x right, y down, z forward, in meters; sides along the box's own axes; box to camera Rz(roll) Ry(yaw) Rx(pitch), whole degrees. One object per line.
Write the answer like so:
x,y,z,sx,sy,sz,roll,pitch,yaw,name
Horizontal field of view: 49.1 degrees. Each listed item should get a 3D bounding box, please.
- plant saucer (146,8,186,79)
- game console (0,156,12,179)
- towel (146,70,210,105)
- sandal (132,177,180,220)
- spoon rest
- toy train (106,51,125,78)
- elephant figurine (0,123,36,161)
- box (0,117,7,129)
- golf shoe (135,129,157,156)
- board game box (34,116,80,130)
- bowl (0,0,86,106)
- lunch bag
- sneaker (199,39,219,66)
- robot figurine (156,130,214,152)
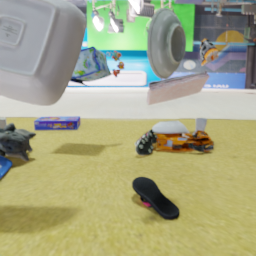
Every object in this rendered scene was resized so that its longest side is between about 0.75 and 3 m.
0.876,-1.698,5.699,0.352,1.404,1.404,9,15,34,plant saucer
-4.391,1.302,7.658,1.658,1.150,1.943,30,7,-12,game console
2.078,-1.712,12.318,2.567,0.414,2.452,-12,-11,1,towel
0.540,1.576,6.175,0.565,0.339,1.504,-12,30,-27,sandal
2.187,0.102,11.549,2.902,0.880,1.442,-7,4,-38,spoon rest
-0.435,-2.498,10.853,0.285,1.026,0.771,-8,14,46,toy train
-3.609,0.529,9.041,1.405,1.281,1.811,-28,20,-36,elephant figurine
-6.733,-0.129,13.487,1.607,0.625,0.763,-4,12,-19,box
0.562,0.650,10.210,0.711,0.623,1.613,-31,6,30,golf shoe
-3.594,-0.254,14.466,2.118,0.474,1.424,-1,12,-3,board game box
-2.102,-1.690,5.394,2.238,2.235,0.835,17,-4,1,bowl
-1.725,-2.151,10.394,1.814,1.156,1.542,-14,-1,11,lunch bag
3.122,-2.954,10.991,0.701,0.692,1.792,-29,-6,6,sneaker
2.153,0.470,10.581,2.160,0.629,1.566,1,13,4,robot figurine
